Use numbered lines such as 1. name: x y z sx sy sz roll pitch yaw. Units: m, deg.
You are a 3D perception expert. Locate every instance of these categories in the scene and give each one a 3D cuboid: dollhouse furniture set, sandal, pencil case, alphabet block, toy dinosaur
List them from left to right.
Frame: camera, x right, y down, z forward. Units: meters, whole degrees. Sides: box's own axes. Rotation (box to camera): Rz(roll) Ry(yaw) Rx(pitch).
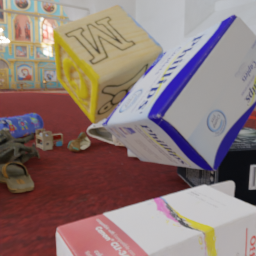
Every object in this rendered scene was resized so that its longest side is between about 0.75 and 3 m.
1. toy dinosaur: -3.478 0.757 8.447 1.419 1.068 2.775 -15 21 -15
2. sandal: -2.879 1.139 7.051 0.728 0.489 1.812 -8 14 -38
3. pencil case: -4.746 -0.090 12.160 0.916 1.020 2.348 -28 -1 22
4. dollhouse furniture set: -2.854 0.376 10.508 0.989 0.693 0.697 -8 14 -37
5. alphabet block: -0.786 -2.219 9.939 2.676 2.613 2.627 -31 68 -25

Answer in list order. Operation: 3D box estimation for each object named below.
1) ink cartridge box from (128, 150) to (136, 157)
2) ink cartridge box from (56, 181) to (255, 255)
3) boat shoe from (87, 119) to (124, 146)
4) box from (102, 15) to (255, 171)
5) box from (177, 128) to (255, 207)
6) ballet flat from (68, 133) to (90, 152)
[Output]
1. ink cartridge box: 1.480 -0.087 8.967 2.933 2.130 1.223 3 9 13
2. ink cartridge box: 0.569 1.478 2.871 2.396 1.396 0.809 -7 13 -32
3. boat shoe: -0.250 0.265 10.519 2.944 1.042 1.020 3 18 31
4. box: 1.171 -0.630 6.212 2.673 1.525 2.907 -52 17 -18
5. box: 2.522 0.818 6.628 2.115 1.311 2.079 -2 10 -11
6. ballet flat: -1.717 0.557 10.349 0.539 0.505 1.489 22 14 5
